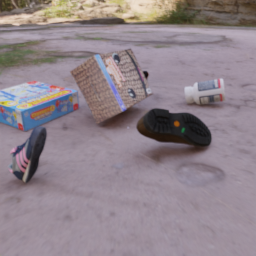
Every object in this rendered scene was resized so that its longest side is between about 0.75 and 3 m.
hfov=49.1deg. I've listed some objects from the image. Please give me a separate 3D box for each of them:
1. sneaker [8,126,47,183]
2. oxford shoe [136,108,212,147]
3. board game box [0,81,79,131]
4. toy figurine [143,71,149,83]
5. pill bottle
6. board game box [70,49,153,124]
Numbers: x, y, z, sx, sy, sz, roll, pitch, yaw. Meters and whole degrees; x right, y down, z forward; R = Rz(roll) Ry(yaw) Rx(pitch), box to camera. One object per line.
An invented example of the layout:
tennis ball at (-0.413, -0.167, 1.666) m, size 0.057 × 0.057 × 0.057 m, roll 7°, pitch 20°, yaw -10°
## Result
sneaker at (-2.304, 0.536, 6.225) m, size 0.662 × 1.614 × 0.566 m, roll 29°, pitch 29°, yaw 3°
oxford shoe at (1.312, 0.059, 7.908) m, size 2.388 × 0.868 × 1.008 m, roll 16°, pitch -24°, yaw -23°
board game box at (-3.688, -0.945, 10.551) m, size 2.569 × 0.733 × 2.624 m, roll 15°, pitch 29°, yaw 30°
toy figurine at (0.096, -2.096, 12.170) m, size 1.481 × 1.031 × 1.458 m, roll -33°, pitch 52°, yaw -29°
pill bottle at (3.074, -1.417, 11.253) m, size 1.492 × 0.892 × 0.892 m, roll -6°, pitch 22°, yaw 18°
board game box at (-0.483, -1.572, 9.950) m, size 1.195 × 1.967 × 2.467 m, roll -23°, pitch 8°, yaw 34°
